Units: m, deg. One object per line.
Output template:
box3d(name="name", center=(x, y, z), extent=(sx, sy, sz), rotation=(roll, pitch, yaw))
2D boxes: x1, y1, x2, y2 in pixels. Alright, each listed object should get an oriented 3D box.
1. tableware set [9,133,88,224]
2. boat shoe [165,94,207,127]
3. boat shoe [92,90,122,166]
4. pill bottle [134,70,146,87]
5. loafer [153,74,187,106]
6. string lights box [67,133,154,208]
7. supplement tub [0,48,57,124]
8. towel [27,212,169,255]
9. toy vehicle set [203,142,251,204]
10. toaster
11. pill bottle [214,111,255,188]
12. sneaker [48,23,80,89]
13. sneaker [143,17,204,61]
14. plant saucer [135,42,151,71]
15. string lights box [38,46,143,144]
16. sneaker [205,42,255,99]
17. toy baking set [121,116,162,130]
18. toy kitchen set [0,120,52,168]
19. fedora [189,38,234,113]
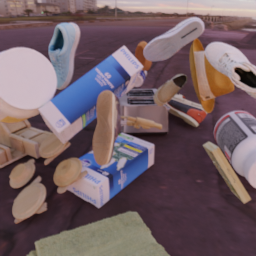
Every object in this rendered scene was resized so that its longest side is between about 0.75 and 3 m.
box3d(name="tableware set", center=(-2.488, 1.290, 8.255), extent=(2.370, 0.329, 2.838), rotation=(-37, 40, -5))
box3d(name="boat shoe", center=(2.392, -1.059, 13.005), extent=(0.923, 1.050, 2.951), rotation=(-51, 44, 0))
box3d(name="boat shoe", center=(-0.258, 0.008, 3.956), extent=(0.378, 1.051, 0.340), rotation=(-8, -14, 39))
box3d(name="pill bottle", center=(0.449, -2.135, 11.696), extent=(0.549, 0.549, 0.949), rotation=(7, 36, 15))
box3d(name="loafer", center=(1.509, -1.414, 9.901), extent=(1.573, 0.595, 0.537), rotation=(-46, 2, -16))
box3d(name="string lights box", center=(-0.521, 1.218, 8.929), extent=(1.442, 0.827, 2.806), rotation=(19, 32, 33))
box3d(name="supplement tub", center=(-3.098, -1.088, 7.737), extent=(1.796, 1.796, 2.470), rotation=(-19, 6, -33))
box3d(name="towel", center=(-0.622, 2.871, 5.996), extent=(2.823, 0.515, 2.094), rotation=(-13, 28, -23))
box3d(name="toy vehicle set", center=(1.989, 0.877, 5.720), extent=(0.161, 1.215, 0.755), rotation=(-32, 2, 5))
box3d(name="toaster", center=(0.510, -0.707, 12.161), extent=(2.394, 1.420, 2.165), rotation=(-1, 26, -1))
box3d(name="pill bottle", center=(3.998, 0.664, 9.225), extent=(1.590, 1.590, 2.744), rotation=(-1, 28, -2))
box3d(name="sneaker", center=(-2.660, -2.671, 10.566), extent=(0.966, 2.612, 1.070), rotation=(27, 26, 25))
box3d(name="sneaker", center=(1.394, -2.666, 8.560), extent=(1.984, 0.724, 0.702), rotation=(-21, 23, 26))
box3d(name="plant saucer", center=(0.562, -2.784, 10.965), extent=(0.212, 1.130, 1.130), rotation=(-13, 29, -21))
box3d(name="string lights box", center=(-0.969, -0.855, 7.701), extent=(2.819, 1.448, 0.831), rotation=(-41, 85, -16))
box3d(name="sneaker", center=(2.249, -1.341, 5.930), extent=(1.723, 0.635, 0.996), rotation=(47, 20, 22))
box3d(name="toy baking set", center=(0.100, -0.070, 5.286), extent=(1.072, 0.125, 0.823), rotation=(14, -12, -23))
box3d(name="toy kitchen set", center=(-4.264, -0.121, 9.963), extent=(2.552, 2.303, 2.082), rotation=(14, 30, 34))
box3d(name="fedora", center=(2.700, -1.679, 8.699), extent=(1.028, 2.521, 2.521), rotation=(-9, 20, 28))
